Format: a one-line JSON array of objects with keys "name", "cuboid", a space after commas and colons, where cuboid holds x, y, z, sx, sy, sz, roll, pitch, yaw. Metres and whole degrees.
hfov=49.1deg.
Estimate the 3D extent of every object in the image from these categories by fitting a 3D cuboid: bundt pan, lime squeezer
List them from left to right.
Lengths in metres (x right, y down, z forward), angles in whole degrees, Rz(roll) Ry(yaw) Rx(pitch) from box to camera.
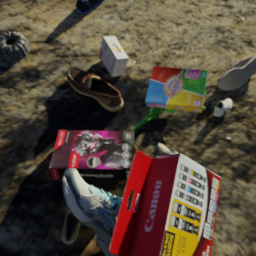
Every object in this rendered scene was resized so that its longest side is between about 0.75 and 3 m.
[{"name": "bundt pan", "cuboid": [-4.610, -3.273, 11.058, 1.356, 0.509, 1.356, 0, 62, 0]}, {"name": "lime squeezer", "cuboid": [1.259, -0.554, 9.392, 2.453, 0.463, 0.866, -16, 21, -3]}]

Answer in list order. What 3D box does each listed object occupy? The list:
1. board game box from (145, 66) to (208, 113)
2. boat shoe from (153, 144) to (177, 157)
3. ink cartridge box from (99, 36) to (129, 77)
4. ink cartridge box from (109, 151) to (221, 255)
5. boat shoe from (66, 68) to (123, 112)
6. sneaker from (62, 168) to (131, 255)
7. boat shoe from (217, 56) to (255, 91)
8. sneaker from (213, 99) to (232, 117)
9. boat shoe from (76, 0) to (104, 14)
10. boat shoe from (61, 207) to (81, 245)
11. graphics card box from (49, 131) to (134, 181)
[{"name": "board game box", "cuboid": [1.595, -1.283, 9.207, 1.830, 0.369, 1.400, 7, 70, 15]}, {"name": "boat shoe", "cuboid": [1.290, 0.912, 8.577, 0.407, 1.296, 0.471, -52, 29, 15]}, {"name": "ink cartridge box", "cuboid": [-0.557, -2.649, 10.428, 0.518, 0.901, 1.242, -14, 62, -27]}, {"name": "ink cartridge box", "cuboid": [1.018, 2.075, 6.858, 2.299, 1.098, 2.618, 29, 63, -30]}, {"name": "boat shoe", "cuboid": [-1.215, -1.538, 9.856, 2.502, 0.901, 0.903, 38, 67, 20]}, {"name": "sneaker", "cuboid": [-0.552, 2.046, 7.181, 1.223, 1.100, 2.833, -34, 101, 7]}, {"name": "boat shoe", "cuboid": [4.079, -2.035, 10.437, 2.087, 0.758, 0.655, -32, 23, -11]}, {"name": "sneaker", "cuboid": [3.291, -0.783, 9.653, 0.355, 0.452, 0.910, 26, 56, 39]}, {"name": "boat shoe", "cuboid": [-1.472, -5.902, 12.372, 0.916, 0.747, 2.176, 24, 64, 13]}, {"name": "boat shoe", "cuboid": [-1.491, 2.389, 7.809, 0.569, 0.605, 1.589, 7, 63, -7]}, {"name": "graphics card box", "cuboid": [-1.022, 0.816, 8.522, 2.458, 0.625, 1.542, 2, 45, 0]}]
